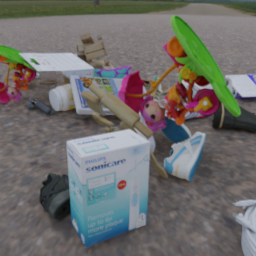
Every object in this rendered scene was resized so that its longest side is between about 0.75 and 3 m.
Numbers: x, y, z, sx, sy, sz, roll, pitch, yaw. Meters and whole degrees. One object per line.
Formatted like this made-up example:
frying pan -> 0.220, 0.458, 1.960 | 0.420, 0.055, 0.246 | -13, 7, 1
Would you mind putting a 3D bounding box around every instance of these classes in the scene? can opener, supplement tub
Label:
can opener -> -3.375, -0.756, 10.663 | 1.404, 0.469, 0.374 | 31, -1, 38
supplement tub -> -2.249, -1.199, 10.752 | 1.315, 0.956, 0.956 | -20, 34, -35

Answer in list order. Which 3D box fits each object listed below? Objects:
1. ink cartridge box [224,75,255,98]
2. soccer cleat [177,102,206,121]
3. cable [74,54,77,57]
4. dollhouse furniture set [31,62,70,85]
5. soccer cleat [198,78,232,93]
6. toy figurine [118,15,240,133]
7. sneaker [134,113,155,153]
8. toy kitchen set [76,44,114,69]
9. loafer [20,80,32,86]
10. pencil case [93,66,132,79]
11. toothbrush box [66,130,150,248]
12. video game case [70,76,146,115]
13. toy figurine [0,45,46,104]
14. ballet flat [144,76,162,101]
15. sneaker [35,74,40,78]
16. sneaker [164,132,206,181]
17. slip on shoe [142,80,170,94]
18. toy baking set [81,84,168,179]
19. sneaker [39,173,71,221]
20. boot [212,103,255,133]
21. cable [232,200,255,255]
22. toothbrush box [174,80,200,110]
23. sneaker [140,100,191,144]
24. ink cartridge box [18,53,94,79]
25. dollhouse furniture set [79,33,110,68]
ink cartridge box -> 5.482, -1.724, 12.239 | 1.989, 0.436, 2.008 | -2, 35, -3
soccer cleat -> 2.409, -0.684, 10.070 | 1.538, 0.664, 0.537 | -15, 32, -27
cable -> -2.938, -4.158, 16.941 | 1.276, 0.442, 1.276 | -11, 32, -6
dollhouse furniture set -> -3.961, -2.601, 13.139 | 2.480, 1.285, 1.098 | -3, 25, -6
soccer cleat -> 3.244, -1.624, 11.556 | 2.264, 0.977, 0.791 | -8, 28, -14
toy figurine -> 0.985, -0.883, 7.266 | 2.622, 2.848, 2.138 | -35, -14, 29
sneaker -> 0.146, 0.057, 8.487 | 0.735, 0.758, 2.075 | 1, 27, -18
toy kitchen set -> -1.836, -3.034, 13.514 | 2.057, 1.679, 1.856 | -8, 28, -15
loafer -> -4.649, -2.257, 13.025 | 0.432, 0.389, 1.141 | -19, 51, 42
pencil case -> -1.070, -2.241, 12.573 | 2.475, 1.144, 1.053 | 0, 25, -2
toothbrush box -> -0.359, 1.072, 5.248 | 1.339, 1.829, 0.780 | -10, 22, -29
video game case -> -0.588, -1.210, 10.415 | 2.886, 0.260, 2.067 | 1, 43, -21
toy figurine -> -4.548, -1.869, 11.124 | 2.205, 2.029, 1.655 | 29, 18, 8
ballet flat -> 0.929, -1.212, 10.059 | 0.563, 0.563, 1.594 | 12, 54, 22
sneaker -> -4.873, -2.675, 14.417 | 0.811, 0.300, 0.332 | 12, 12, 17
sneaker -> 1.572, 0.611, 7.481 | 0.784, 0.743, 1.941 | 15, 30, 21
slip on shoe -> 1.050, -1.905, 12.610 | 1.667, 0.505, 0.634 | 11, 29, 20
toy baking set -> -0.015, 0.063, 6.806 | 2.796, 2.146, 0.325 | 38, 73, 18
sneaker -> -1.240, 1.236, 6.336 | 1.007, 0.672, 1.757 | 29, 44, 33
boot -> 3.862, -0.574, 9.864 | 1.544, 0.865, 2.232 | 13, 42, 14
cable -> 3.009, 2.031, 4.782 | 2.026, 0.702, 2.027 | -5, 28, -12
toothbrush box -> 2.036, -1.273, 10.540 | 0.525, 1.230, 0.901 | 33, 23, -18
sneaker -> 1.239, -0.224, 8.553 | 1.806, 0.691, 0.729 | 42, 38, 8
ink cartridge box -> -2.846, -2.435, 11.178 | 2.365, 0.675, 1.923 | -17, 41, -36
dollhouse furniture set -> -1.547, -3.566, 13.758 | 1.051, 2.028, 0.898 | -17, -4, 1
